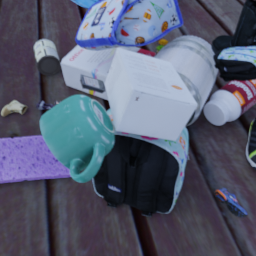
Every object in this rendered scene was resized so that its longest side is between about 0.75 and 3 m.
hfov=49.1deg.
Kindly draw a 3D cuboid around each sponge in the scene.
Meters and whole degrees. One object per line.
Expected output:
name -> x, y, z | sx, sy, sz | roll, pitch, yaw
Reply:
sponge -> -2.847, 0.899, 8.376 | 2.376, 0.354, 1.325 | -4, 64, -5

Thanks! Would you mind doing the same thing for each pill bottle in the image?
pill bottle -> 3.585, -0.942, 9.610 | 2.026, 1.145, 1.145 | -34, 58, -24

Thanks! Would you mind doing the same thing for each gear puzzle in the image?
gear puzzle -> 1.709, -3.433, 12.328 | 0.913, 0.231, 1.763 | -3, 50, -2

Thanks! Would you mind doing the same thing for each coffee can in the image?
coffee can -> -3.303, -2.870, 11.394 | 0.912, 0.912, 1.246 | -14, 51, -12

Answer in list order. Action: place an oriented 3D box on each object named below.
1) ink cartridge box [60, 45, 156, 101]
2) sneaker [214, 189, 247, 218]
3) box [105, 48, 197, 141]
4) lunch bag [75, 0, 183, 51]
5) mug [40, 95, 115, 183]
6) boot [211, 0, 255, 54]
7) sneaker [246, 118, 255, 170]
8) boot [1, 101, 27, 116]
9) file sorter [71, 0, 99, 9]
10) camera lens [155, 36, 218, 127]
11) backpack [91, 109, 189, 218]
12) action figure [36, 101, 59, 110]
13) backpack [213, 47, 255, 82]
ink cartridge box -> -0.685, -2.208, 10.613 | 2.912, 1.247, 2.149 | 21, 52, 19
sneaker -> 2.844, 2.004, 7.627 | 0.383, 0.368, 0.977 | -27, 56, -27
box -> 0.344, -0.676, 5.430 | 1.262, 0.881, 1.657 | 11, 36, -20
lunch bag -> -0.104, -3.315, 8.708 | 2.706, 1.676, 2.301 | -39, 31, -23
mug -> -0.738, 0.133, 4.944 | 0.912, 1.211, 1.474 | -33, 81, 11
boot -> 3.038, -2.557, 7.517 | 0.780, 1.727, 2.107 | -4, 42, -8
sneaker -> 4.135, 0.341, 8.673 | 0.774, 0.894, 2.160 | 9, 50, 7
boot -> -4.024, -0.613, 9.906 | 0.598, 0.280, 0.769 | 23, 50, 18
file sorter -> -1.366, -4.571, 9.026 | 0.854, 1.230, 0.755 | 36, 24, 15
camera lens -> 1.644, -1.527, 9.400 | 2.225, 2.225, 2.782 | 21, 52, 17
backpack -> 0.303, 0.698, 7.136 | 2.453, 2.764, 2.081 | 13, 51, 12
action figure -> -2.755, -0.747, 10.002 | 0.954, 0.331, 0.621 | 10, 43, 4
backpack -> 2.625, -1.455, 6.401 | 0.807, 0.856, 1.050 | -42, 29, -5
